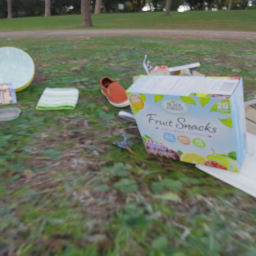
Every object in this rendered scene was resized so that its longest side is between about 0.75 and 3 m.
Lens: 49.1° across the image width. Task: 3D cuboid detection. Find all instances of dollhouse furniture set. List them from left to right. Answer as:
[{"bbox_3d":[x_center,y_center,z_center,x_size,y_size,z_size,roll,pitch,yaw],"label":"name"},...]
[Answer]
[{"bbox_3d":[2.088,-1.663,13.081,2.516,1.441,2.950,-5,-6,40],"label":"dollhouse furniture set"},{"bbox_3d":[4.797,0.266,9.342,2.759,1.347,2.353,-41,52,-14],"label":"dollhouse furniture set"}]

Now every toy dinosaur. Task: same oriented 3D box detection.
[{"bbox_3d":[-0.185,0.565,8.754,0.454,0.864,0.784,-21,-5,-22],"label":"toy dinosaur"}]

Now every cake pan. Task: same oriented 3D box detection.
[{"bbox_3d":[-4.870,-0.538,11.227,1.056,0.194,1.056,0,24,0],"label":"cake pan"}]

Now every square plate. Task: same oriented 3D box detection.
[{"bbox_3d":[3.268,0.817,7.532,2.093,0.298,2.074,-34,41,-30],"label":"square plate"}]

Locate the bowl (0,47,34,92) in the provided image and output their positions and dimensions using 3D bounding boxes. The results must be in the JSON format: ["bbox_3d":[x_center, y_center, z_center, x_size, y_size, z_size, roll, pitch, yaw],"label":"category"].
[{"bbox_3d":[-6.040,-2.759,14.433,2.435,2.435,1.310,-6,-18,-14],"label":"bowl"}]

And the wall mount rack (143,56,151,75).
[{"bbox_3d":[0.960,-3.056,13.812,0.354,0.825,0.949,-26,44,10],"label":"wall mount rack"}]

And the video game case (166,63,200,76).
[{"bbox_3d":[2.306,-2.576,13.526,1.944,0.170,1.390,-13,-13,-16],"label":"video game case"}]

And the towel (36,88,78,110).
[{"bbox_3d":[-3.197,-1.377,12.901,1.698,0.349,2.277,-3,25,-5],"label":"towel"}]

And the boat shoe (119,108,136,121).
[{"bbox_3d":[0.157,-0.534,10.341,1.289,0.427,0.451,10,-11,-44],"label":"boat shoe"}]

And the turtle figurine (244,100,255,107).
[{"bbox_3d":[4.572,-0.668,6.723,2.697,2.782,2.002,-55,14,-15],"label":"turtle figurine"}]

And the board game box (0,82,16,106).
[{"bbox_3d":[-5.960,-1.509,12.731,1.471,0.713,1.173,-12,27,-24],"label":"board game box"}]

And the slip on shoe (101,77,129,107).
[{"bbox_3d":[-0.588,-1.620,12.577,0.898,0.742,2.424,-30,41,-14],"label":"slip on shoe"}]

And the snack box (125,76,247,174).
[{"bbox_3d":[1.518,-0.161,7.243,2.720,2.294,0.921,9,44,35],"label":"snack box"}]

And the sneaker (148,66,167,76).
[{"bbox_3d":[1.287,-2.593,14.603,0.977,1.150,2.651,16,30,32],"label":"sneaker"}]
